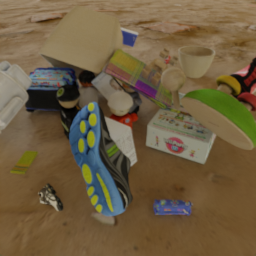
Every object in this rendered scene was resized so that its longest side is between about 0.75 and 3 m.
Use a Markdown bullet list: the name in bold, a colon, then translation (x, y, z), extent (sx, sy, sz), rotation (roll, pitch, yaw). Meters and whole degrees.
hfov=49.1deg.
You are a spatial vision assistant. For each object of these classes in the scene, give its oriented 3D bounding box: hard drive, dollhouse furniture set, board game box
- **hard drive**: translation (-0.427, -4.172, 12.606), extent (1.604, 1.058, 0.203), rotation (15, 76, -6)
- **dollhouse furniture set**: translation (1.273, -1.810, 9.472), extent (1.250, 0.813, 1.148), rotation (40, 77, 11)
- **board game box**: translation (1.990, -0.138, 9.420), extent (1.950, 0.850, 2.643), rotation (17, 36, 20)

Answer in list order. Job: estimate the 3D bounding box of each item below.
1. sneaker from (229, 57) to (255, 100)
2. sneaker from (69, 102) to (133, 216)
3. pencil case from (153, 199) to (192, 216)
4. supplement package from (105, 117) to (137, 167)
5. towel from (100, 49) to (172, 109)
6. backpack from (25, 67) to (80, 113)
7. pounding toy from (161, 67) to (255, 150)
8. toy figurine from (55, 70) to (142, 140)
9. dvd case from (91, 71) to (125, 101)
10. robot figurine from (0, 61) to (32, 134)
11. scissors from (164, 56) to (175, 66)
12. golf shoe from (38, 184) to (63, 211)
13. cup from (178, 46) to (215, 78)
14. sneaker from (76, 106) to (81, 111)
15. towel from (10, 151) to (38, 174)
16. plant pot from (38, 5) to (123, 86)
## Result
- **sneaker**: translation (3.694, -1.474, 7.884), extent (1.012, 2.333, 0.860), rotation (-25, 83, -15)
- **sneaker**: translation (-0.595, 0.695, 6.612), extent (0.946, 2.670, 1.106), rotation (-26, -15, 28)
- **pencil case**: translation (1.074, 1.932, 6.772), extent (0.925, 0.361, 0.402), rotation (1, 18, 3)
- **supplement package**: translation (-0.548, 0.523, 7.958), extent (1.192, 1.246, 0.917), rotation (23, 48, 39)
- **towel**: translation (0.436, -1.767, 9.828), extent (2.627, 0.299, 1.887), rotation (29, 38, -6)
- **backpack**: translation (-2.915, -1.674, 11.293), extent (2.079, 1.532, 2.277), rotation (4, 32, 7)
- **pounding toy**: translation (2.428, -0.757, 7.489), extent (2.849, 2.199, 1.322), rotation (38, 89, 30)
- **toy figurine**: translation (-0.895, -0.863, 9.618), extent (2.704, 1.881, 2.662), rotation (8, 35, 12)
- **dvd case**: translation (-0.706, -1.465, 9.824), extent (1.059, 0.755, 0.093), rotation (47, 26, -8)
- **robot figurine**: translation (-4.566, -0.833, 9.343), extent (2.493, 1.660, 2.940), rotation (19, 68, 34)
- **scissors**: translation (1.758, -2.815, 11.711), extent (0.097, 0.508, 1.389), rotation (24, 4, -16)
- **golf shoe**: translation (-1.955, 1.832, 7.039), extent (0.436, 0.358, 0.922), rotation (-36, 44, -14)
- **cup**: translation (3.322, -3.215, 13.892), extent (1.744, 1.247, 1.744), rotation (0, 33, 0)
- **sneaker**: translation (-1.534, -0.206, 9.745), extent (1.729, 0.710, 0.673), rotation (29, 46, 36)
- **towel**: translation (-3.119, 1.014, 8.448), extent (0.434, 0.091, 1.009), rotation (5, 33, 6)
- **plant pot**: translation (-1.526, -3.236, 11.399), extent (2.695, 2.389, 2.698), rotation (20, -4, 6)
